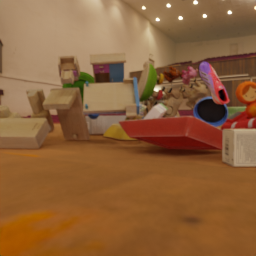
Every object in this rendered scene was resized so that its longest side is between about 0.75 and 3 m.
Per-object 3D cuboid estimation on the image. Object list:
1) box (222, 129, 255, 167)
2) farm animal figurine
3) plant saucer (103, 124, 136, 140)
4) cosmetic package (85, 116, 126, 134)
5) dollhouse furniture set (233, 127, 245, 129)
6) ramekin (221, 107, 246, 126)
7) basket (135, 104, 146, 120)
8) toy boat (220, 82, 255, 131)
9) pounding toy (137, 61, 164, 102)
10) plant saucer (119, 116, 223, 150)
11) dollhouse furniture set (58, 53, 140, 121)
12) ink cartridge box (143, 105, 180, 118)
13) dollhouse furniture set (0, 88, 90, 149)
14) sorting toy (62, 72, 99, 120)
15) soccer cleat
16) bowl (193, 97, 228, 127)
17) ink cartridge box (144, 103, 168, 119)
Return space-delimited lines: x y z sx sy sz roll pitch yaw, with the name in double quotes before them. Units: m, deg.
"box" 2.689 0.374 5.467 1.518 0.721 0.590 1 2 -2
"farm animal figurine" 1.855 -1.141 10.118 1.136 2.155 2.179 30 16 -28
"plant saucer" 0.425 0.136 12.141 2.470 0.598 2.470 0 1 -23
"cosmetic package" -1.102 -0.164 14.798 2.319 1.046 1.239 -5 1 -33
"dollhouse furniture set" 2.657 0.426 7.961 1.396 0.568 0.751 -17 -1 14
"ramekin" 6.840 -0.462 16.395 2.952 1.442 2.952 0 2 0
"basket" 0.683 -0.639 12.845 0.878 0.775 0.611 32 -12 -30
"toy boat" 4.019 -0.617 8.799 1.794 1.797 2.749 -29 3 -23
"pounding toy" 0.876 -1.603 10.166 0.837 1.393 1.804 14 24 -8
"plant saucer" 1.218 0.216 7.053 2.187 0.402 2.191 -3 -16 44
"dollhouse furniture set" -0.992 -0.901 9.271 2.516 2.665 1.739 -4 -37 -4
"ink cartridge box" 1.421 -0.282 11.285 1.403 0.527 1.156 6 43 -19
"dollhouse furniture set" -3.076 0.308 9.598 2.620 2.244 2.755 0 37 9
"sorting toy" -1.306 -1.152 11.367 2.757 1.656 1.132 13 -14 -11
"soccer cleat" 2.274 -1.178 7.357 0.432 1.265 0.463 -32 15 -4
"bowl" 2.622 -0.505 8.882 1.063 1.063 0.209 1 33 26
"ink cartridge box" 0.840 -0.405 8.524 0.333 0.552 0.760 42 27 8
